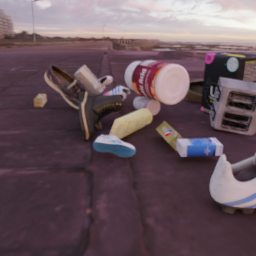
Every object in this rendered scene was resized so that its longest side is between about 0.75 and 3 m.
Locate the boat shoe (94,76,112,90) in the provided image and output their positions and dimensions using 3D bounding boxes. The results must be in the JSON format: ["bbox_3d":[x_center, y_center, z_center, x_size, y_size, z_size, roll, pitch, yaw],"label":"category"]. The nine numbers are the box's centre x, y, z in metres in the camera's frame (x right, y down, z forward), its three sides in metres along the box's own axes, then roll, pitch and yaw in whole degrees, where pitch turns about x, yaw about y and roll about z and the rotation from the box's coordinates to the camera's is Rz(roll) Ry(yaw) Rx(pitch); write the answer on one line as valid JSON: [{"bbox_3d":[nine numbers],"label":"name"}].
[{"bbox_3d":[-1.082,-1.845,11.287,1.005,0.370,0.328,-26,-26,36],"label":"boat shoe"}]

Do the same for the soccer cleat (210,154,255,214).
[{"bbox_3d":[3.036,1.042,5.489,2.798,1.208,0.977,0,19,-3],"label":"soccer cleat"}]

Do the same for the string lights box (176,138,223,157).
[{"bbox_3d":[1.925,0.522,7.625,1.105,0.326,0.568,-1,18,-3],"label":"string lights box"}]

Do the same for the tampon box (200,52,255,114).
[{"bbox_3d":[4.263,-1.762,11.500,1.564,2.478,1.857,-10,21,-26],"label":"tampon box"}]

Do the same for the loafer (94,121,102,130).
[{"bbox_3d":[-1.223,-0.236,10.321,0.359,0.405,1.066,-20,33,-10],"label":"loafer"}]

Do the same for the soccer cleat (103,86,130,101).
[{"bbox_3d":[-0.582,-1.359,12.463,0.783,0.634,1.814,12,40,30],"label":"soccer cleat"}]

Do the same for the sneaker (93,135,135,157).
[{"bbox_3d":[-0.349,0.460,7.792,1.197,0.458,0.483,13,38,15],"label":"sneaker"}]

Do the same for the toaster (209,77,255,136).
[{"bbox_3d":[3.829,-0.726,9.697,1.820,1.646,1.080,12,30,12],"label":"toaster"}]

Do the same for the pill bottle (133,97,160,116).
[{"bbox_3d":[0.761,-0.966,11.962,0.674,0.674,1.188,-11,19,-28],"label":"pill bottle"}]

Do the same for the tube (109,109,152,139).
[{"bbox_3d":[0.037,-0.148,9.451,0.651,0.728,2.508,-12,9,31],"label":"tube"}]

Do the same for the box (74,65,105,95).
[{"bbox_3d":[-1.726,-2.108,12.655,0.566,1.377,0.471,-17,34,49],"label":"box"}]

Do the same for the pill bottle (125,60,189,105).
[{"bbox_3d":[1.028,-1.904,11.187,1.496,1.496,2.621,-11,22,-28],"label":"pill bottle"}]

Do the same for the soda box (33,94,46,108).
[{"bbox_3d":[-4.194,-1.305,13.377,0.366,0.387,1.142,-2,20,-5],"label":"soda box"}]

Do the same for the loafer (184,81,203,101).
[{"bbox_3d":[4.025,-1.785,13.456,2.785,1.059,0.939,-4,-16,16],"label":"loafer"}]

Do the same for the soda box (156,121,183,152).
[{"bbox_3d":[1.310,0.238,8.699,0.413,0.437,1.289,-44,22,4],"label":"soda box"}]

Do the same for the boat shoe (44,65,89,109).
[{"bbox_3d":[-2.398,-1.678,11.911,0.948,2.637,0.854,-52,3,-29],"label":"boat shoe"}]

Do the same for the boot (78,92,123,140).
[{"bbox_3d":[-0.874,-0.562,9.758,1.662,0.931,2.402,-2,42,-8],"label":"boot"}]
